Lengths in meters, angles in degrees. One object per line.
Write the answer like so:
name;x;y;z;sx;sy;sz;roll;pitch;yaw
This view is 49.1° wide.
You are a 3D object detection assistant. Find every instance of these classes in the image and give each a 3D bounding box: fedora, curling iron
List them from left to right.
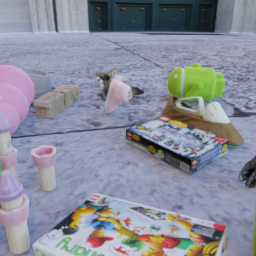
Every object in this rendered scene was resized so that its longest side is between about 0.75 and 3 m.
fedora;-4.174;-1.773;11.478;2.475;1.117;2.189;-1;24;-3
curling iron;3.462;0.878;6.079;2.607;0.646;0.333;-2;29;-25

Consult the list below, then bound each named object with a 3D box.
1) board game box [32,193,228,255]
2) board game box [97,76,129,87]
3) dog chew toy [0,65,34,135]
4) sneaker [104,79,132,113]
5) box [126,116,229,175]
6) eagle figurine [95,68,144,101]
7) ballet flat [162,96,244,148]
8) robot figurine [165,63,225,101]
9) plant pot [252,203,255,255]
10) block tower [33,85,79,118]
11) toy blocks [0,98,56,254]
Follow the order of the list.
board game box;0.035;1.684;3.994;2.370;0.410;1.496;5;21;30
board game box;-0.756;-2.294;13.779;1.426;0.244;0.958;-7;25;-15
dog chew toy;-3.797;-0.769;8.569;1.647;1.647;2.645;-4;42;-9
sneaker;-0.331;-0.940;9.500;0.790;1.512;0.569;20;49;-1
box;1.244;0.342;7.442;1.545;0.450;2.257;-20;30;-38
eagle figurine;-0.513;-1.663;11.519;1.443;1.435;1.902;-42;68;0
ballet flat;2.167;-0.368;8.325;0.962;1.026;2.837;-7;23;-36
robot figurine;2.614;-1.750;11.176;2.271;1.314;1.993;4;41;7
plant pot;2.690;1.401;3.409;2.020;2.098;2.098;1;20;34
block tower;-2.585;-1.025;10.377;0.629;0.674;2.331;7;23;15
toy blocks;-2.583;0.699;4.780;2.275;1.915;2.126;0;24;1
